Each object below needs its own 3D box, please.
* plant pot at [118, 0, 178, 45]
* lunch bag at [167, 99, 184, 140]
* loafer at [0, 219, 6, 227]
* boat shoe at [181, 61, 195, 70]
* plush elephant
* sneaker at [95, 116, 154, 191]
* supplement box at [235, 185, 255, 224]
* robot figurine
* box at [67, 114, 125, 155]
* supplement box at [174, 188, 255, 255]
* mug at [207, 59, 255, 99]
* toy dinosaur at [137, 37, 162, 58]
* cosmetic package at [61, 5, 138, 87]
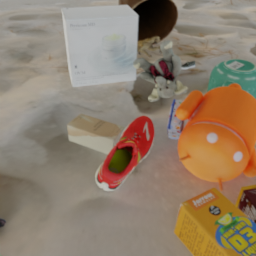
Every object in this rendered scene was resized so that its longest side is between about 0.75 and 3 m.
[{"bbox_3d":[0.615,-6.098,13.934,2.777,2.777,2.972,-12,59,-16],"label":"plant pot"},{"bbox_3d":[1.341,-0.220,7.695,0.442,1.171,0.938,8,71,11],"label":"lunch bag"},{"bbox_3d":[-2.970,2.057,5.772,0.887,0.319,0.279,-6,45,5],"label":"loafer"},{"bbox_3d":[2.619,-2.793,12.354,0.804,0.285,0.290,-20,41,-25],"label":"boat shoe"},{"bbox_3d":[1.217,-1.700,9.749,1.566,1.901,1.472,-21,49,24],"label":"plush elephant"},{"bbox_3d":[0.081,0.528,6.892,0.900,0.993,2.338,32,58,3],"label":"sneaker"},{"bbox_3d":[2.973,1.736,5.898,0.939,0.632,0.952,-7,37,-9],"label":"supplement box"},{"bbox_3d":[2.321,0.139,6.989,1.712,2.112,2.936,5,42,37],"label":"robot figurine"},{"bbox_3d":[-0.897,0.183,8.026,1.556,0.605,0.739,16,38,21],"label":"box"},{"bbox_3d":[2.060,2.371,4.767,0.958,0.990,2.879,-19,38,-26],"label":"supplement box"},{"bbox_3d":[3.749,-1.471,9.638,1.806,1.359,2.198,1,36,2],"label":"mug"},{"bbox_3d":[0.934,-3.935,13.119,1.402,0.807,2.773,26,52,39],"label":"toy dinosaur"},{"bbox_3d":[-1.078,-3.197,10.902,2.600,2.608,1.603,-9,37,-13],"label":"cosmetic package"}]
